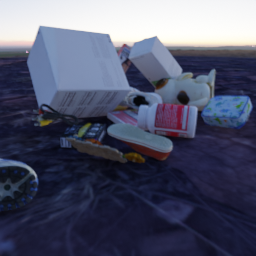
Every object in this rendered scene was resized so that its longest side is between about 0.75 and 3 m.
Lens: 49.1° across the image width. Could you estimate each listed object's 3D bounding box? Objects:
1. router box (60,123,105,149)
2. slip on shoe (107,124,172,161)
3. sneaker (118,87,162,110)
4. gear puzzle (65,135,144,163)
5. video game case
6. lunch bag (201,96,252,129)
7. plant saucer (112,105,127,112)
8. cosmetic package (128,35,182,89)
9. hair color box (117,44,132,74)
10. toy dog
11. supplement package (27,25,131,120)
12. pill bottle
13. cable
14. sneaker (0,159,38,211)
[{"bbox_3d":[-1.384,0.230,8.855,1.130,0.375,1.437,2,18,6],"label":"router box"},{"bbox_3d":[0.264,0.383,7.656,1.894,0.579,0.701,20,36,18],"label":"slip on shoe"},{"bbox_3d":[0.145,-1.192,11.304,2.333,0.883,1.073,10,10,30],"label":"sneaker"},{"bbox_3d":[-0.537,0.536,7.085,2.027,0.265,1.050,12,-21,19],"label":"gear puzzle"},{"bbox_3d":[0.875,-0.410,10.981,2.882,0.251,2.061,-8,21,-24],"label":"video game case"},{"bbox_3d":[3.577,-0.613,10.132,1.559,0.643,1.253,6,51,44],"label":"lunch bag"},{"bbox_3d":[-0.704,-1.134,12.456,1.241,0.301,1.241,-7,48,-4],"label":"plant saucer"},{"bbox_3d":[1.304,-2.948,12.927,1.312,1.034,2.439,-5,-32,42],"label":"cosmetic package"},{"bbox_3d":[-0.210,-3.189,13.048,0.703,1.267,0.405,28,6,-27],"label":"hair color box"},{"bbox_3d":[2.425,-1.444,12.439,2.513,1.754,2.437,7,41,23],"label":"toy dog"},{"bbox_3d":[-1.934,-1.991,10.615,2.844,2.719,2.091,-6,-23,-34],"label":"supplement package"},{"bbox_3d":[1.266,-0.263,9.092,1.817,1.020,1.020,7,19,12],"label":"pill bottle"},{"bbox_3d":[-1.554,-0.252,6.004,0.968,0.470,0.244,3,-21,-39],"label":"cable"},{"bbox_3d":[-3.281,1.115,5.457,2.910,1.121,1.240,2,7,-16],"label":"sneaker"}]
